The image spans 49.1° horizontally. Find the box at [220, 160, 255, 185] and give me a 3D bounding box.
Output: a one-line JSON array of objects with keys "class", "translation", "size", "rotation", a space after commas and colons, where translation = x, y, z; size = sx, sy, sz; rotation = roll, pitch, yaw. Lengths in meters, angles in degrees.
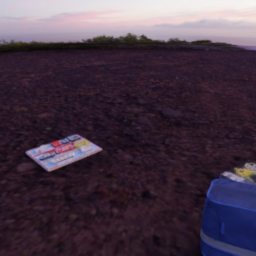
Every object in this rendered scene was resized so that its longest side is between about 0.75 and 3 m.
[{"class": "box", "translation": [4.192, 1.819, 8.775], "size": [1.643, 0.500, 2.038], "rotation": [-18, 29, -32]}]

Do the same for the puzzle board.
[{"class": "puzzle board", "translation": [-2.575, 0.903, 11.299], "size": [2.451, 0.213, 1.847], "rotation": [-21, 31, -39]}]

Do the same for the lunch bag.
[{"class": "lunch bag", "translation": [2.934, 2.301, 6.254], "size": [2.475, 1.638, 1.682], "rotation": [8, 12, 26]}]
